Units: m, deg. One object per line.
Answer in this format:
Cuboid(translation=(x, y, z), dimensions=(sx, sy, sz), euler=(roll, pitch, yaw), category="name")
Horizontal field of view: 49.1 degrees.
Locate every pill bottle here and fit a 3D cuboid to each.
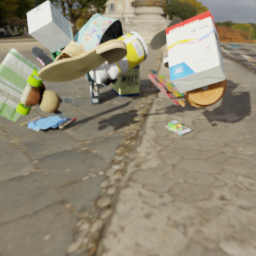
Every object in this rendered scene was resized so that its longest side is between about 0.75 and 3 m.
Cuboid(translation=(-0.342, -2.099, 8.526), dimensions=(1.773, 0.986, 0.986), euler=(-34, 34, -16), category="pill bottle")

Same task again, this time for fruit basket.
Cuboid(translation=(2.025, -0.003, 11.289), dimensions=(0.728, 0.369, 0.786), euler=(-18, 32, -38), category="fruit basket")

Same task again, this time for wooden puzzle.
Cuboid(translation=(1.196, -1.249, 8.521), dimensions=(1.669, 0.117, 0.990), euler=(50, 31, 21), category="wooden puzzle")

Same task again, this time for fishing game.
Cuboid(translation=(-3.356, -0.148, 11.717), dimensions=(2.216, 0.345, 1.587), euler=(2, 21, 24), category="fishing game")

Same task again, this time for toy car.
Cuboid(translation=(-2.440, -0.866, 8.511), dimensions=(1.436, 1.180, 1.133), euler=(23, 21, -17), category="toy car")

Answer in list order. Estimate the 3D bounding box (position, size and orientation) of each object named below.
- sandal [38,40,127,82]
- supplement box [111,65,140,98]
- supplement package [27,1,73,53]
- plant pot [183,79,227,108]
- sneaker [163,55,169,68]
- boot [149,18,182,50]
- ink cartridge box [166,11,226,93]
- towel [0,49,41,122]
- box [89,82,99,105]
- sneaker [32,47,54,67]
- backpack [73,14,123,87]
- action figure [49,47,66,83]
Cuboid(translation=(-1.262, -2.013, 7.637), dimensions=(2.544, 0.837, 0.933), euler=(-15, -21, 15), category="sandal")
Cuboid(translation=(-0.188, -2.916, 16.456), dimensions=(1.193, 1.776, 1.778), euler=(-8, 24, -19), category="supplement box")
Cuboid(translation=(-3.219, -4.154, 11.652), dimensions=(1.125, 1.117, 1.482), euler=(-21, -24, 17), category="supplement package")
Cuboid(translation=(2.422, -1.350, 8.953), dimensions=(1.545, 1.545, 1.081), euler=(3, 15, 8), category="plant pot")
Cuboid(translation=(2.589, -3.238, 13.150), dimensions=(1.815, 0.661, 0.768), euler=(4, 52, 11), category="sneaker")
Cuboid(translation=(1.684, -4.016, 12.189), dimensions=(1.736, 0.639, 0.655), euler=(-38, -3, 24), category="boot")
Cuboid(translation=(1.916, -2.384, 8.220), dimensions=(1.390, 2.392, 0.804), euler=(-15, -28, 27), category="ink cartridge box")
Cuboid(translation=(-3.727, -1.334, 9.097), dimensions=(0.309, 2.012, 1.501), euler=(27, -7, 40), category="towel")
Cuboid(translation=(-1.821, -2.331, 14.970), dimensions=(0.399, 1.834, 1.469), euler=(-3, 23, -11), category="box")
Cuboid(translation=(-4.232, -3.490, 14.283), dimensions=(0.570, 1.626, 0.667), euler=(-39, 29, -1), category="sneaker")
Cuboid(translation=(-1.236, -3.604, 12.623), dimensions=(2.088, 2.774, 2.462), euler=(26, 64, 15), category="backpack")
Cuboid(translation=(-3.286, -3.837, 13.393), dimensions=(0.793, 2.898, 1.712), euler=(-9, 30, 30), category="action figure")
